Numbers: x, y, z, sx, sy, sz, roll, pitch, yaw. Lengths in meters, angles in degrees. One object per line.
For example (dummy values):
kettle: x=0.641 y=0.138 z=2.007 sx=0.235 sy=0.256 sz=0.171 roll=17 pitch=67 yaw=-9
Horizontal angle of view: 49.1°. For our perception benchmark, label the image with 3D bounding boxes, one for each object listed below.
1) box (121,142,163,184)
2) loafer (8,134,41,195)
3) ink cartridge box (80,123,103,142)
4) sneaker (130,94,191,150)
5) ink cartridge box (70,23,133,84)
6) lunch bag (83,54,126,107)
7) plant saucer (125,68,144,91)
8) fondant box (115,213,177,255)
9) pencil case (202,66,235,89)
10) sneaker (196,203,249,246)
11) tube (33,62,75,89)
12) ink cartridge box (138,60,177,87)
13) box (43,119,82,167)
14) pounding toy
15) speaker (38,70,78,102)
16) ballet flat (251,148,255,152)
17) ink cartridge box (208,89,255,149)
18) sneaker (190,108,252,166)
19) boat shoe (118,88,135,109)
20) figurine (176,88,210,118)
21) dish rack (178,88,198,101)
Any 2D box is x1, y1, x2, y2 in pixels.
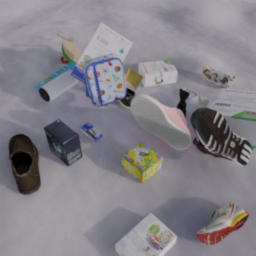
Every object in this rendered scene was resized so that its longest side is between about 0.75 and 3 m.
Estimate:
box: x=0.486 y=1.213 z=9.924 sx=1.015 sy=0.643 sz=1.054 roll=-31 pitch=50 yaw=-30
loafer: x=-3.660 y=1.028 z=9.875 sx=1.000 sy=0.978 sz=2.741 roll=-19 pitch=45 yaw=-19
ink cartridge box: x=-1.507 y=0.165 z=11.376 sx=0.441 sy=0.207 sz=0.938 roll=-36 pitch=52 yaw=-28
sneaker: x=1.250 y=-0.434 z=10.679 sx=2.829 sy=1.065 sz=1.479 roll=39 pitch=30 yaw=-18
ink cartridge box: x=-1.211 y=-3.104 z=12.765 sx=1.736 sy=0.610 sz=2.909 roll=30 pitch=76 yaw=-10
lunch bag: x=-0.961 y=-1.831 z=11.208 sx=1.643 sy=2.050 sz=0.775 roll=-20 pitch=39 yaw=-16
plant saucer: x=0.239 y=-2.271 z=12.965 sx=0.793 sy=0.793 sz=0.192 roll=36 pitch=29 yaw=3
fondant box: x=0.506 y=3.245 z=7.859 sx=1.435 sy=0.418 sz=1.035 roll=-33 pitch=52 yaw=-30
pencil case: x=4.461 y=-2.573 z=14.036 sx=1.637 sy=0.732 sz=0.637 roll=33 pitch=52 yaw=32
sneaker: x=2.681 y=2.798 z=8.236 sx=1.830 sy=0.712 sz=0.752 roll=-16 pitch=39 yaw=-30
tube: x=-3.621 y=-2.537 z=14.182 sx=0.908 sy=0.591 sz=2.344 roll=13 pitch=44 yaw=41
ink cartridge box: x=1.473 y=-2.796 z=14.280 sx=1.709 sy=0.717 sz=1.237 roll=-9 pitch=43 yaw=-10
box: x=-2.361 y=0.541 z=10.234 sx=1.206 sy=1.227 sz=0.720 roll=33 pitch=52 yaw=32
pounding toy: x=-3.397 y=-4.228 z=15.721 sx=1.366 sy=0.821 sz=1.770 roll=-9 pitch=73 yaw=-55
speaker: x=-3.313 y=-2.016 z=13.380 sx=0.788 sy=0.788 sz=1.942 roll=25 pitch=48 yaw=25
ballet flat: x=4.437 y=0.662 z=10.680 sx=2.060 sy=0.695 sz=0.642 roll=-18 pitch=17 yaw=-24
ink cartridge box: x=4.260 y=-0.497 z=10.867 sx=1.978 sy=1.147 sz=2.731 roll=11 pitch=31 yaw=27
sneaker: x=2.551 y=0.354 z=9.132 sx=1.715 sy=2.969 sz=1.123 roll=6 pitch=65 yaw=55
boat shoe: x=-0.476 y=-1.739 z=13.146 sx=0.852 sy=0.730 sz=2.329 roll=-31 pitch=49 yaw=-28
figurine: x=2.673 y=-0.875 z=11.677 sx=1.416 sy=1.382 sz=0.610 roll=23 pitch=47 yaw=23
dish rack: x=2.845 y=-1.575 z=13.349 sx=0.681 sy=0.173 sz=0.794 roll=-29 pitch=49 yaw=-29
